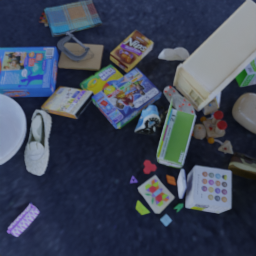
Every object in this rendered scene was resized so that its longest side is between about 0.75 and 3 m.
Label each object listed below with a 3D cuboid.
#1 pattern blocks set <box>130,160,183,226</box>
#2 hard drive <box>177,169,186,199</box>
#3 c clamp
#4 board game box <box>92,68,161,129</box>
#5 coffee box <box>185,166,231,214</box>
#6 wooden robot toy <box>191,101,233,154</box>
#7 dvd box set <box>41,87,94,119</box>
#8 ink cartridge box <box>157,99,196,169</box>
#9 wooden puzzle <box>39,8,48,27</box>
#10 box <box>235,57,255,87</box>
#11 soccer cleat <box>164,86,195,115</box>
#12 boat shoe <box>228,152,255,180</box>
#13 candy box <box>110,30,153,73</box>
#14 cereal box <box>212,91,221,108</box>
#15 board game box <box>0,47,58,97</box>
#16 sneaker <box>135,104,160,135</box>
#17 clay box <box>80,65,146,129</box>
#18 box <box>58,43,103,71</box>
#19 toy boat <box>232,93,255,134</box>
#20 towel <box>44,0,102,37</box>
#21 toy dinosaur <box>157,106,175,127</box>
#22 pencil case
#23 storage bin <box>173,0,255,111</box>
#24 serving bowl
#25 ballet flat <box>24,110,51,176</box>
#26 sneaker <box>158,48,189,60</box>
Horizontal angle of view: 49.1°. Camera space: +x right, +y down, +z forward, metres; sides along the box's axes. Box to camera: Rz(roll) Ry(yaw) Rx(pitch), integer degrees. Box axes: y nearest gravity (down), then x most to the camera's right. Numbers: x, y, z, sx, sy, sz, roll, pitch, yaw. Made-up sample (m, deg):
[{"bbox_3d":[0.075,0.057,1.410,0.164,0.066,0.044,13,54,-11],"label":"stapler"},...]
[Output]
[{"bbox_3d":[0.859,2.018,8.618,1.779,0.144,1.563,39,66,6],"label":"pattern blocks set"},{"bbox_3d":[1.625,1.711,8.499,0.114,0.895,0.590,-2,57,1],"label":"hard drive"},{"bbox_3d":[-2.062,-3.261,10.951,1.249,0.198,1.463,-36,72,-22],"label":"c clamp"},{"bbox_3d":[-0.041,-1.039,9.525,1.982,0.342,1.342,-36,71,-17],"label":"board game box"},{"bbox_3d":[2.378,1.860,8.356,1.082,1.094,1.092,9,66,4],"label":"coffee box"},{"bbox_3d":[2.591,-0.100,9.402,1.111,1.078,2.448,-15,65,5],"label":"wooden robot toy"},{"bbox_3d":[-2.108,-0.910,9.762,1.587,0.233,1.161,12,53,30],"label":"dvd box set"},{"bbox_3d":[1.441,0.258,8.337,0.831,2.194,1.622,16,79,10],"label":"ink cartridge box"},{"bbox_3d":[-3.444,-4.767,12.080,0.642,0.076,1.082,10,64,5],"label":"wooden puzzle"},{"bbox_3d":[4.764,-2.646,10.625,1.588,0.870,1.799,-13,65,-6],"label":"box"},{"bbox_3d":[1.826,-0.841,9.875,0.542,0.607,1.564,-37,66,3],"label":"soccer cleat"},{"bbox_3d":[4.362,1.318,8.767,2.279,0.834,0.738,16,71,8],"label":"boat shoe"},{"bbox_3d":[0.143,-3.021,11.002,0.922,0.446,1.581,39,69,10],"label":"candy box"},{"bbox_3d":[3.186,-1.247,10.090,0.179,0.652,0.906,1,61,27],"label":"cereal box"},{"bbox_3d":[-4.027,-2.109,10.530,2.567,0.578,1.952,0,65,0],"label":"board game box"},{"bbox_3d":[0.652,-0.254,9.112,0.610,1.557,0.700,9,65,-14],"label":"sneaker"},{"bbox_3d":[-0.578,-1.269,10.129,1.378,0.571,2.398,-39,72,-18],"label":"clay box"},{"bbox_3d":[-1.835,-2.816,11.013,1.593,0.169,1.302,4,59,1],"label":"box"},{"bbox_3d":[4.816,-0.712,9.730,1.887,1.043,2.244,35,78,16],"label":"toy boat"},{"bbox_3d":[-2.365,-4.723,11.927,2.142,0.232,1.571,-18,68,-11],"label":"towel"},{"bbox_3d":[1.220,-0.486,9.952,0.485,0.261,1.101,41,68,0],"label":"toy dinosaur"},{"bbox_3d":[-3.094,2.736,8.318,0.416,0.424,0.992,33,70,15],"label":"pencil case"},{"bbox_3d":[2.941,-2.098,8.929,2.862,2.841,1.341,-45,83,2],"label":"storage bin"},{"bbox_3d":[-4.742,0.222,9.133,2.834,0.932,2.834,4,58,-6],"label":"serving bowl"},{"bbox_3d":[-3.042,0.410,9.253,0.816,0.816,2.273,-2,65,-1],"label":"ballet flat"},{"bbox_3d":[1.770,-2.826,10.939,1.272,0.563,0.479,-2,81,-25],"label":"sneaker"}]
